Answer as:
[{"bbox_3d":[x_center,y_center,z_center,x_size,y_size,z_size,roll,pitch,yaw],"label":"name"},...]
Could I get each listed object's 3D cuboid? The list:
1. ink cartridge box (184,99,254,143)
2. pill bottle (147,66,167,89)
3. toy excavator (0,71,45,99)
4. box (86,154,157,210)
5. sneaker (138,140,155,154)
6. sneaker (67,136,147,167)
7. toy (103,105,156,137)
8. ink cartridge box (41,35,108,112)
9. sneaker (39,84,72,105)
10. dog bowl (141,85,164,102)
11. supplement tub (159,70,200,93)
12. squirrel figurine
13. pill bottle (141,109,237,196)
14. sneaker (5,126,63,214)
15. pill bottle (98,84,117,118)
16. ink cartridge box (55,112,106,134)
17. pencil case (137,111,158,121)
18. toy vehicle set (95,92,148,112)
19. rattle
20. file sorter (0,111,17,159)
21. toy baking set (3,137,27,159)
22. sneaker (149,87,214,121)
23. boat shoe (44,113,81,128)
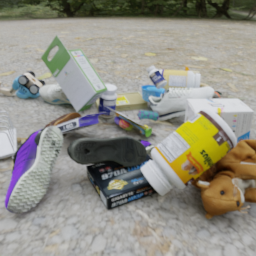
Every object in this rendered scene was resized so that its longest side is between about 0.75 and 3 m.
[{"bbox_3d":[3.229,-0.160,10.352,2.036,1.499,1.473,-1,24,-1],"label":"ink cartridge box"},{"bbox_3d":[1.239,-2.235,12.359,0.542,0.542,0.976,-23,73,-36],"label":"pill bottle"},{"bbox_3d":[-5.771,-2.072,14.658,2.072,2.131,1.065,42,22,-14],"label":"toy excavator"},{"bbox_3d":[-0.022,1.490,8.481,2.060,0.474,1.637,-13,31,-23],"label":"box"},{"bbox_3d":[0.386,0.679,9.847,1.165,0.405,0.579,-5,43,-46],"label":"sneaker"},{"bbox_3d":[-0.687,0.695,8.468,2.429,0.929,1.392,1,-1,-28],"label":"sneaker"},{"bbox_3d":[-0.012,-0.163,11.296,2.162,0.510,1.245,25,-4,33],"label":"toy"},{"bbox_3d":[-2.283,-2.292,11.800,2.888,1.500,0.857,55,39,4],"label":"ink cartridge box"},{"bbox_3d":[-3.098,-1.788,13.625,2.909,1.175,1.113,9,56,18],"label":"sneaker"},{"bbox_3d":[1.720,-1.478,13.076,2.333,0.578,1.300,12,23,10],"label":"dog bowl"},{"bbox_3d":[2.519,-2.148,14.189,2.097,1.525,1.525,5,29,10],"label":"supplement tub"},{"bbox_3d":[2.606,1.466,7.781,2.258,1.712,2.419,-33,27,-30],"label":"squirrel figurine"},{"bbox_3d":[1.520,0.681,7.338,2.376,1.298,1.298,-40,33,3],"label":"pill bottle"},{"bbox_3d":[-2.863,1.156,8.019,1.290,0.902,2.594,-4,53,33],"label":"sneaker"},{"bbox_3d":[-0.897,-1.182,12.358,0.780,1.348,0.780,7,31,-4],"label":"pill bottle"},{"bbox_3d":[-1.793,-0.149,10.330,1.682,0.365,1.667,-19,0,19],"label":"ink cartridge box"},{"bbox_3d":[0.843,-0.500,11.844,0.885,0.409,0.377,5,14,-21],"label":"pencil case"},{"bbox_3d":[-0.394,-1.282,13.850,2.394,0.317,1.488,-7,29,-12],"label":"toy vehicle set"},{"bbox_3d":[4.027,-2.381,14.814,1.317,1.445,2.022,-12,24,-44],"label":"rattle"},{"bbox_3d":[-4.675,0.252,9.907,1.134,1.017,1.634,-15,35,-13],"label":"file sorter"},{"bbox_3d":[-4.208,0.800,10.110,1.849,0.215,1.419,-8,34,-2],"label":"toy baking set"},{"bbox_3d":[2.154,-1.192,11.662,2.792,1.124,1.067,-20,19,33],"label":"sneaker"},{"bbox_3d":[-2.638,-0.225,11.445,0.640,0.641,1.821,-3,12,28],"label":"boat shoe"}]
